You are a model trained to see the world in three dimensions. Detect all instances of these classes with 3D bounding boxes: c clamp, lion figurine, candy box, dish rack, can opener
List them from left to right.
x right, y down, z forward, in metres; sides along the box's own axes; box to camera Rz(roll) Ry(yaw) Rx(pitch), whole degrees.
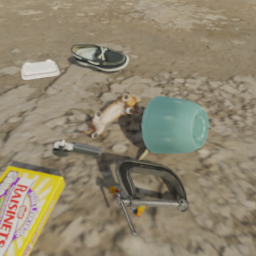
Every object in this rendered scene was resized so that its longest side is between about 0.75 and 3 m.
[{"bbox_3d":[-2.644,2.140,5.920,1.519,0.393,2.972,11,44,10],"label":"candy box"},{"bbox_3d":[-4.177,-2.795,13.213,1.685,0.367,1.446,-12,38,-15],"label":"dish rack"},{"bbox_3d":[-1.504,0.669,8.305,1.434,0.477,0.378,7,22,0],"label":"can opener"},{"bbox_3d":[-0.579,-0.408,9.197,2.442,0.885,1.496,-27,5,-13],"label":"lion figurine"},{"bbox_3d":[0.560,1.474,6.261,2.236,0.303,1.911,9,37,-37],"label":"c clamp"}]

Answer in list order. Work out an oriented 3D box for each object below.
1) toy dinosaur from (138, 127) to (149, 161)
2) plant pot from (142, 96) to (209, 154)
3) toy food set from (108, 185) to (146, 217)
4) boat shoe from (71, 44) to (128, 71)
[{"bbox_3d":[0.705,0.207,8.472,0.475,0.881,2.000,8,35,27],"label":"toy dinosaur"},{"bbox_3d":[1.399,-0.045,7.757,1.346,1.677,1.677,5,31,40],"label":"plant pot"},{"bbox_3d":[-0.062,1.694,6.559,0.933,0.420,0.445,21,8,-4],"label":"toy food set"},{"bbox_3d":[-1.337,-3.222,12.602,2.732,0.824,1.033,7,73,22],"label":"boat shoe"}]
